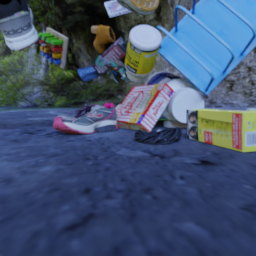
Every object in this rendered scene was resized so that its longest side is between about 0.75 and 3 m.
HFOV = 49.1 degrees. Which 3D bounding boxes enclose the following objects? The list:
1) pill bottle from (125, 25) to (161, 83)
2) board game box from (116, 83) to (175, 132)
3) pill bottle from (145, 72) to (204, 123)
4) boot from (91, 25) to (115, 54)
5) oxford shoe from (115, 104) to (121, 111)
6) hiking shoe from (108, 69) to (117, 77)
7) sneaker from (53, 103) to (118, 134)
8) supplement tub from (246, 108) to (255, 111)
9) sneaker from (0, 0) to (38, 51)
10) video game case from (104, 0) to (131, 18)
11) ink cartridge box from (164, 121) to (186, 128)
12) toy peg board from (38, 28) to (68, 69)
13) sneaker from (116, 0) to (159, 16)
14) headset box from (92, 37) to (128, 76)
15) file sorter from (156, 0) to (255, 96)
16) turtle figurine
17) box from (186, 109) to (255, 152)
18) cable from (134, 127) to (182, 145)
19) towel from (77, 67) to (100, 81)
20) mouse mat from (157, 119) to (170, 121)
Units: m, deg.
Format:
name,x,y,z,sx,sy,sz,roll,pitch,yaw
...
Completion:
name,x,y,z,sx,sy,sz,roll,pitch,yaw
pill bottle,0.290,-1.593,6.243,0.681,0.681,1.212,-1,-31,-9
board game box,0.385,-0.629,8.600,0.441,1.442,1.903,40,-15,-25
pill bottle,1.507,-1.032,9.378,1.391,1.391,2.507,-1,20,-13
boot,-0.982,-3.685,11.902,0.999,1.396,0.491,18,57,28
oxford shoe,0.351,-0.444,11.051,2.238,0.841,0.646,6,40,-51
hiking shoe,-0.761,-2.853,13.574,0.382,0.882,0.328,-37,2,19
sneaker,-1.148,-0.265,7.714,0.873,0.808,2.165,4,7,35
supplement tub,4.601,-0.367,9.787,0.633,0.633,0.873,-4,6,-37
sneaker,-3.128,-3.221,7.308,1.048,1.243,2.842,-22,51,-13
video game case,-0.155,-3.623,8.293,1.007,0.127,1.105,-16,42,-1
ink cartridge box,1.852,-0.117,9.277,1.075,0.234,0.933,-2,6,-16
toy peg board,-3.154,-3.225,11.382,1.278,1.273,0.625,34,35,27
sneaker,-0.221,-3.070,6.258,1.822,0.689,0.799,31,-2,-14
headset box,-0.639,-3.005,11.577,1.587,0.595,1.179,-35,20,28
file sorter,2.389,-2.732,7.258,2.060,2.968,1.821,45,4,10
turtle figurine,-0.334,-1.511,7.215,0.979,0.493,0.733,23,-5,-33
box,1.817,-0.011,5.544,0.478,0.719,1.909,-4,7,-18
cable,0.628,0.135,5.987,1.032,0.321,1.264,1,6,14
towel,-1.763,-2.514,12.773,0.954,0.415,1.709,-18,20,-10
mouse mat,1.512,-0.376,13.239,1.323,0.050,1.065,1,5,2
